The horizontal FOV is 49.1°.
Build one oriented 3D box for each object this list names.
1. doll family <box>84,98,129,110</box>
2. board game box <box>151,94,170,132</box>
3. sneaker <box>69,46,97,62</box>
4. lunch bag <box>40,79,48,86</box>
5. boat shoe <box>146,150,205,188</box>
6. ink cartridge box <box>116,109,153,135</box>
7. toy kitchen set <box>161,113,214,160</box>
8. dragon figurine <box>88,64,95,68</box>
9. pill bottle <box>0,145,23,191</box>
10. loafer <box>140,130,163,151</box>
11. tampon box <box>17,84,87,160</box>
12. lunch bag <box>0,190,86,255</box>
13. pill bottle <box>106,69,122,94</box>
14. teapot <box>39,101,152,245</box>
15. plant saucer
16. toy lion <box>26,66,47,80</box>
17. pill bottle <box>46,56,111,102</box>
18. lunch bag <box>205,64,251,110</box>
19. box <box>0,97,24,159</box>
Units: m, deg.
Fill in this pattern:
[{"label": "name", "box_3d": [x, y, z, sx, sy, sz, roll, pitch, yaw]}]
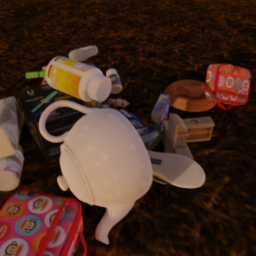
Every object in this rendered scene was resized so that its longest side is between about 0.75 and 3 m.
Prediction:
[{"label": "doll family", "box_3d": [-1.079, -0.945, 11.544, 2.139, 0.964, 1.328, 18, 10, 7]}, {"label": "board game box", "box_3d": [1.186, -0.434, 10.636, 0.404, 1.311, 1.310, 14, 30, 16]}, {"label": "sneaker", "box_3d": [-2.750, -4.427, 16.689, 1.879, 0.718, 0.756, -24, 32, -34]}, {"label": "lunch bag", "box_3d": [-3.762, -2.051, 13.601, 1.033, 0.481, 1.173, -8, 38, -10]}, {"label": "boat shoe", "box_3d": [1.163, 1.283, 8.723, 2.572, 0.819, 0.909, 15, 66, 31]}, {"label": "ink cartridge box", "box_3d": [-0.038, -0.213, 10.711, 1.584, 0.344, 1.569, -12, 38, -37]}, {"label": "toy kitchen set", "box_3d": [2.285, 0.264, 9.544, 1.882, 1.702, 2.087, -5, 38, -7]}, {"label": "dragon figurine", "box_3d": [-2.301, -2.913, 14.239, 1.067, 0.631, 2.145, 26, 23, 30]}, {"label": "pill bottle", "box_3d": [-3.849, 1.201, 9.016, 0.848, 0.848, 1.497, -6, 37, -8]}, {"label": "loafer", "box_3d": [0.427, 0.546, 10.024, 1.950, 0.682, 0.680, -27, 53, -30]}, {"label": "tampon box", "box_3d": [-2.757, -0.408, 10.510, 1.885, 1.588, 2.515, -20, 41, -24]}, {"label": "lunch bag", "box_3d": [-2.194, 2.858, 6.694, 2.372, 1.103, 2.693, 10, 35, 6]}, {"label": "pill bottle", "box_3d": [-0.702, -2.231, 13.406, 0.628, 0.628, 1.085, -10, 61, -12]}, {"label": "teapot", "box_3d": [-0.929, 0.969, 7.725, 2.187, 2.955, 2.994, -25, 37, -22]}, {"label": "plant saucer", "box_3d": [2.892, -1.599, 13.035, 2.464, 0.461, 2.464, 1, 37, 0]}, {"label": "toy lion", "box_3d": [-4.070, -2.730, 14.185, 1.853, 0.664, 1.934, 3, 14, 40]}, {"label": "pill bottle", "box_3d": [-1.728, -1.678, 9.891, 2.223, 1.214, 1.214, 24, 43, 25]}, {"label": "lunch bag", "box_3d": [4.268, -1.722, 12.059, 2.094, 1.844, 0.858, 4, 6, -29]}, {"label": "box", "box_3d": [-4.171, -0.052, 9.308, 0.863, 1.037, 2.525, -18, 32, -5]}]
